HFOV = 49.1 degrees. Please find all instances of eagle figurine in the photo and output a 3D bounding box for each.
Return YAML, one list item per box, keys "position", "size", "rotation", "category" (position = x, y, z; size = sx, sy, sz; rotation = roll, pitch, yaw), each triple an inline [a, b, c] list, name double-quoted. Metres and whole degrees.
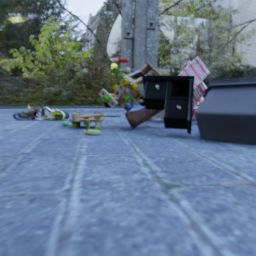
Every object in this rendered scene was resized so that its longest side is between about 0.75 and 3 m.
- position: [-6.009, -0.830, 16.984]
  size: [1.525, 1.151, 1.157]
  rotation: [-28, -48, 18]
  category: "eagle figurine"

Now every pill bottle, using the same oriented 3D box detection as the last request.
- position: [2.709, -1.209, 15.952]
  size: [2.986, 1.687, 1.687]
  rotation: [-2, 6, -25]
  category: "pill bottle"

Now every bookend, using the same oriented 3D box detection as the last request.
- position: [1.330, -0.861, 9.898]
  size: [1.905, 1.893, 0.877]
  rotation: [4, -30, 14]
  category: "bookend"

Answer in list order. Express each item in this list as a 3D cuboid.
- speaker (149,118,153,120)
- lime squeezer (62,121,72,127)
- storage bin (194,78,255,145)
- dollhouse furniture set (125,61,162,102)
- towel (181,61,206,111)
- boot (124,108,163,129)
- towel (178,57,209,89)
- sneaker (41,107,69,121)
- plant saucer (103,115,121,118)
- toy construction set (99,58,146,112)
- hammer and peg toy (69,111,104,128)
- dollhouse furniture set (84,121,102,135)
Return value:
- position: [1.128, -0.776, 16.841]
  size: [0.639, 0.639, 1.573]
  rotation: [3, 7, 28]
  category: "speaker"
- position: [-2.878, -0.188, 13.161]
  size: [0.473, 0.253, 1.340]
  rotation: [-3, 6, -27]
  category: "lime squeezer"
- position: [3.399, -0.324, 8.674]
  size: [2.566, 1.867, 1.723]
  rotation: [6, 36, 41]
  category: "storage bin"
- position: [1.101, -2.103, 15.521]
  size: [1.613, 1.979, 1.882]
  rotation: [50, 6, 27]
  category: "dollhouse furniture set"
- position: [2.984, -1.886, 13.845]
  size: [0.365, 1.784, 2.438]
  rotation: [-15, -26, -21]
  category: "towel"
- position: [1.161, -0.911, 11.848]
  size: [2.426, 0.779, 2.261]
  rotation: [-29, 1, 18]
  category: "boot"
- position: [2.901, -2.335, 12.325]
  size: [1.347, 0.986, 0.202]
  rotation: [-45, 19, -6]
  category: "towel"
- position: [-4.403, -0.760, 16.872]
  size: [2.053, 0.764, 0.869]
  rotation: [15, 7, 33]
  category: "sneaker"
- position: [-1.140, -0.818, 19.743]
  size: [1.291, 0.123, 0.452]
  rotation: [3, 7, 30]
  category: "plant saucer"
- position: [-0.372, -1.861, 12.081]
  size: [2.028, 2.432, 1.868]
  rotation: [-26, -11, 40]
  category: "toy construction set"
- position: [-1.787, -0.325, 12.291]
  size: [1.486, 0.712, 2.020]
  rotation: [1, 6, -2]
  category: "hammer and peg toy"
- position: [-1.289, -0.013, 10.385]
  size: [0.609, 0.467, 0.930]
  rotation: [0, 6, -2]
  category: "dollhouse furniture set"
